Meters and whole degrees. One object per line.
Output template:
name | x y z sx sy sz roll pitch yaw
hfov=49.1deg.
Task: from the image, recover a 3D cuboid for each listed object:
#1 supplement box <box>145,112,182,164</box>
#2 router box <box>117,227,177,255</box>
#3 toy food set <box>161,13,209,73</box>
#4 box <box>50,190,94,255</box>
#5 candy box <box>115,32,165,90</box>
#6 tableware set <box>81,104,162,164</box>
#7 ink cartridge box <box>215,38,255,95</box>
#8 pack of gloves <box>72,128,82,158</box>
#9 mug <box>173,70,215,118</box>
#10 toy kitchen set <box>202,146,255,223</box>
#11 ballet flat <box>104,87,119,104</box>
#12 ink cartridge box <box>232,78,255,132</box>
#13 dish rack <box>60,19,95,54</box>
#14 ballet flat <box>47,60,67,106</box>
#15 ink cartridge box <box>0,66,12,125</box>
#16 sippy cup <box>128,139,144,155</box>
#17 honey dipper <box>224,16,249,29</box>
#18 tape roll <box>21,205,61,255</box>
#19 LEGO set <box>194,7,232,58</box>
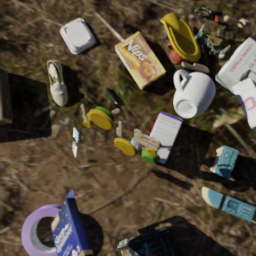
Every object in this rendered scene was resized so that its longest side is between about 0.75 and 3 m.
supplement box | 1.360 0.422 11.332 0.961 0.941 1.860 22 84 2
router box | 0.964 5.512 10.779 2.083 0.864 2.780 -17 83 -2
toy food set | 2.092 -3.346 11.670 1.662 0.923 2.825 -5 70 -37
box | -1.841 3.232 8.592 0.386 2.380 1.442 12 120 -35
candy box | 0.506 -2.840 11.883 1.207 0.578 2.091 -32 84 -4
tableware set | -0.204 0.181 9.302 2.939 1.980 0.451 25 61 13
ink cartridge box | 5.278 -2.073 11.542 2.605 1.079 1.899 38 85 4
pack of gloves | -1.736 0.486 9.543 0.190 0.962 0.808 3 101 -19
mug | 1.824 -1.044 8.336 1.462 1.080 1.282 56 44 -16
toy kitchen set | 4.671 2.313 10.709 2.960 1.744 2.372 21 84 2
ballet flat | -0.699 -1.351 11.928 0.884 0.294 0.251 51 127 6
ink cartridge box | 4.261 -0.663 9.347 0.695 1.187 1.642 -30 58 29
dish rack | -2.218 -4.035 12.175 1.187 0.301 1.384 -30 83 -3
ballet flat | -3.019 -1.914 11.748 0.688 0.688 1.981 -13 84 -2
ink cartridge box | -6.430 -1.188 11.437 2.886 1.084 2.378 -7 82 -1
sippy cup | 0.309 0.737 11.409 0.801 0.629 0.587 17 92 10
honey dipper | 3.295 -3.232 8.506 1.345 0.255 0.255 -9 81 -44
tape roll | -3.069 4.118 11.046 2.044 0.671 2.044 0 84 -1
LEGO set | 3.555 -4.002 12.063 1.655 0.722 2.548 9 69 -10
